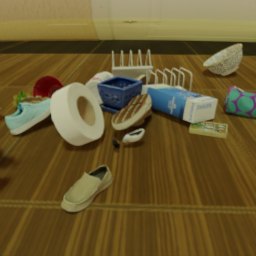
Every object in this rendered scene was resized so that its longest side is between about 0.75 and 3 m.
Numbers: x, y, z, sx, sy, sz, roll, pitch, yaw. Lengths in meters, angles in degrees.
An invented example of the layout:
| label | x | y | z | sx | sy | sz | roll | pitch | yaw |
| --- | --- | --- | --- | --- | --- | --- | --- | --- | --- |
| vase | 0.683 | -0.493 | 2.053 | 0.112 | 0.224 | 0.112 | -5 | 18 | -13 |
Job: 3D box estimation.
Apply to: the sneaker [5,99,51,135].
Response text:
| label | x | y | z | sx | sy | sz | roll | pitch | yaw |
| --- | --- | --- | --- | --- | --- | --- | --- | --- | --- |
| sneaker | -3.442 | -0.628 | 9.984 | 0.744 | 0.825 | 2.013 | 8 | 41 | 38 |

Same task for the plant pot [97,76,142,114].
| label | x | y | z | sx | sy | sz | roll | pitch | yaw |
| --- | --- | --- | --- | --- | --- | --- | --- | --- | --- |
| plant pot | -0.330 | -1.307 | 11.554 | 1.383 | 1.243 | 1.383 | 18 | 31 | 31 |

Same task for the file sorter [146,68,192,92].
| label | x | y | z | sx | sy | sz | roll | pitch | yaw |
| --- | --- | --- | --- | --- | --- | --- | --- | --- | --- |
| file sorter | 1.926 | -2.128 | 13.278 | 1.883 | 1.173 | 1.307 | -8 | 28 | -17 |

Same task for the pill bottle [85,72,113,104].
| label | x | y | z | sx | sy | sz | roll | pitch | yaw |
| --- | --- | --- | --- | --- | --- | --- | --- | --- | --- |
| pill bottle | -1.234 | -1.882 | 12.809 | 1.105 | 1.105 | 1.950 | 4 | 25 | 8 |

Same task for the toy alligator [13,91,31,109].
| label | x | y | z | sx | sy | sz | roll | pitch | yaw |
| --- | --- | --- | --- | --- | --- | --- | --- | --- | --- |
| toy alligator | -4.382 | -0.884 | 11.610 | 0.693 | 0.502 | 2.089 | -8 | 35 | -12 |

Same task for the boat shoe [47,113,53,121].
| label | x | y | z | sx | sy | sz | roll | pitch | yaw |
| --- | --- | --- | --- | --- | --- | --- | --- | --- | --- |
| boat shoe | -2.385 | -0.843 | 11.217 | 0.673 | 0.715 | 1.992 | 21 | 37 | 37 |

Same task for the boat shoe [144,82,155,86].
| label | x | y | z | sx | sy | sz | roll | pitch | yaw |
| --- | --- | --- | --- | --- | --- | --- | --- | --- | --- |
| boat shoe | 0.959 | -2.072 | 14.085 | 0.968 | 0.340 | 0.341 | -22 | 31 | -34 |

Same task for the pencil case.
| label | x | y | z | sx | sy | sz | roll | pitch | yaw |
| --- | --- | --- | --- | --- | --- | --- | --- | --- | --- |
| pencil case | 5.063 | -0.957 | 11.009 | 2.408 | 1.113 | 1.025 | 12 | 27 | 20 |

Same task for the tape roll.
| label | x | y | z | sx | sy | sz | roll | pitch | yaw |
| --- | --- | --- | --- | --- | --- | --- | --- | --- | --- |
| tape roll | -1.580 | -0.432 | 8.992 | 0.680 | 1.945 | 1.945 | -21 | 19 | 23 |

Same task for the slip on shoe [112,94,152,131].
| label | x | y | z | sx | sy | sz | roll | pitch | yaw |
| --- | --- | --- | --- | --- | --- | --- | --- | --- | --- |
| slip on shoe | 0.253 | -0.424 | 10.185 | 1.041 | 0.830 | 2.739 | -9 | 21 | 21 |

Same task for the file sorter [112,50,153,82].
| label | x | y | z | sx | sy | sz | roll | pitch | yaw |
| --- | --- | --- | --- | --- | --- | --- | --- | --- | --- |
| file sorter | 0.127 | -3.246 | 14.716 | 2.028 | 1.407 | 1.263 | -3 | 69 | -5 |

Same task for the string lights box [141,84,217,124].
| label | x | y | z | sx | sy | sz | roll | pitch | yaw |
| --- | --- | --- | --- | --- | --- | --- | --- | --- | --- |
| string lights box | 1.948 | -1.066 | 11.246 | 1.431 | 0.821 | 2.785 | -11 | 26 | -40 |

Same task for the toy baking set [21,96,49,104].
| label | x | y | z | sx | sy | sz | roll | pitch | yaw |
| --- | --- | --- | --- | --- | --- | --- | --- | --- | --- |
| toy baking set | -3.306 | -1.038 | 11.197 | 1.784 | 0.208 | 1.369 | 3 | -4 | -31 |

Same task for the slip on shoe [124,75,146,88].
| label | x | y | z | sx | sy | sz | roll | pitch | yaw |
| --- | --- | --- | --- | --- | --- | --- | --- | --- | --- |
| slip on shoe | 0.326 | -2.193 | 13.949 | 0.578 | 0.726 | 1.909 | 22 | 40 | 23 |

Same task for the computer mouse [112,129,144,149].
| label | x | y | z | sx | sy | sz | roll | pitch | yaw |
| --- | --- | --- | --- | --- | --- | --- | --- | --- | --- |
| computer mouse | 0.038 | 0.354 | 8.839 | 1.134 | 0.622 | 0.249 | -22 | 69 | -9 |

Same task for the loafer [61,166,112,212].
| label | x | y | z | sx | sy | sz | roll | pitch | yaw |
| --- | --- | --- | --- | --- | --- | --- | --- | --- | --- |
| loafer | -1.007 | 1.423 | 6.890 | 0.620 | 0.560 | 1.639 | 16 | 31 | 29 |

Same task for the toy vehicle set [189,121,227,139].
| label | x | y | z | sx | sy | sz | roll | pitch | yaw |
| --- | --- | --- | --- | --- | --- | --- | --- | --- | --- |
| toy vehicle set | 2.894 | 0.031 | 10.092 | 1.280 | 0.170 | 0.795 | 9 | 28 | 17 |

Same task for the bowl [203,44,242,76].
| label | x | y | z | sx | sy | sz | roll | pitch | yaw |
| --- | --- | --- | --- | --- | --- | --- | --- | --- | --- |
| bowl | 5.651 | -3.740 | 16.155 | 2.315 | 1.087 | 2.315 | -31 | 14 | 8 |

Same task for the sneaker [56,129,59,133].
| label | x | y | z | sx | sy | sz | roll | pitch | yaw |
| --- | --- | --- | --- | --- | --- | --- | --- | --- | --- |
| sneaker | -2.050 | -0.344 | 10.248 | 0.700 | 0.630 | 1.703 | 14 | 38 | 33 |

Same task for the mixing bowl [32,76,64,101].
| label | x | y | z | sx | sy | sz | roll | pitch | yaw |
| --- | --- | --- | --- | --- | --- | --- | --- | --- | --- |
| mixing bowl | -3.233 | -1.467 | 11.973 | 1.459 | 1.459 | 0.790 | 6 | 6 | 12 |
